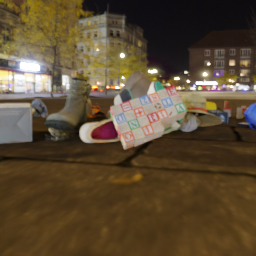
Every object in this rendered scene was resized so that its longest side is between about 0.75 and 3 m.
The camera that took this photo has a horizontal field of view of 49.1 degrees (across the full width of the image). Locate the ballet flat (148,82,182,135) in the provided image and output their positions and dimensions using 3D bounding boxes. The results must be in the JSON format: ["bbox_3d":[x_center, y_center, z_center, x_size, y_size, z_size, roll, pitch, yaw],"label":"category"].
[{"bbox_3d":[1.065,-0.765,10.028,1.010,1.010,2.910,-1,34,-7],"label":"ballet flat"}]

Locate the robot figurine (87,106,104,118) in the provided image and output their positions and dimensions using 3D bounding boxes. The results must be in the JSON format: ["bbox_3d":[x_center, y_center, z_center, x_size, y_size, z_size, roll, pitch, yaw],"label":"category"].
[{"bbox_3d":[-2.276,-0.909,15.814,1.598,0.641,2.204,4,9,14],"label":"robot figurine"}]

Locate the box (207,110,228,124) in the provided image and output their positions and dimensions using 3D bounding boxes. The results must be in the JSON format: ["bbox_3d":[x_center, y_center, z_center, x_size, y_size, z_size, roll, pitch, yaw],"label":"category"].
[{"bbox_3d":[3.426,-0.592,13.864,2.466,0.537,1.976,0,8,2],"label":"box"}]

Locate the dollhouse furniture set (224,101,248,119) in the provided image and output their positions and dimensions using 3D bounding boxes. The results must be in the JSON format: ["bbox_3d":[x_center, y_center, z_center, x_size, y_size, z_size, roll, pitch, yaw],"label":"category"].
[{"bbox_3d":[6.378,-1.055,15.958,1.706,0.889,1.725,4,9,29],"label":"dollhouse furniture set"}]

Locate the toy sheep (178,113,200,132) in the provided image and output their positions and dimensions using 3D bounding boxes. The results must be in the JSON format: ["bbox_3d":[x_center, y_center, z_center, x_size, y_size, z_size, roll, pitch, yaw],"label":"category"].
[{"bbox_3d":[2.189,-0.220,10.438,1.144,0.789,0.789,5,6,-19],"label":"toy sheep"}]

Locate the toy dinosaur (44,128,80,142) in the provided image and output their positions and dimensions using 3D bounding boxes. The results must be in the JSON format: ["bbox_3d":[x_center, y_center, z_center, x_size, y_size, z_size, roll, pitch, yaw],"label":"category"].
[{"bbox_3d":[-2.069,0.223,8.655,0.746,0.402,1.692,-1,-3,20],"label":"toy dinosaur"}]

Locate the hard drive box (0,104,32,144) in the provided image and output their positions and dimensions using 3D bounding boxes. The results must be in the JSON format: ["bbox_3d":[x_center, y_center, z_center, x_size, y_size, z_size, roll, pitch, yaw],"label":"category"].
[{"bbox_3d":[-4.297,-0.224,9.213,2.181,1.075,2.799,-2,8,-18],"label":"hard drive box"}]

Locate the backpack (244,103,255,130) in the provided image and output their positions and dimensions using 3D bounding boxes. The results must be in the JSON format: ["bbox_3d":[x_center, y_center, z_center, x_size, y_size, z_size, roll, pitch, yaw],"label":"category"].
[{"bbox_3d":[4.681,-0.442,10.182,0.836,0.810,0.997,33,-10,37],"label":"backpack"}]

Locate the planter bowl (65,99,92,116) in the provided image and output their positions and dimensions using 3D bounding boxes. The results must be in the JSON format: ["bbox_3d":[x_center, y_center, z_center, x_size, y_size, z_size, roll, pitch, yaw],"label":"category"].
[{"bbox_3d":[-2.592,-0.999,14.109,1.350,1.350,0.909,1,14,4],"label":"planter bowl"}]

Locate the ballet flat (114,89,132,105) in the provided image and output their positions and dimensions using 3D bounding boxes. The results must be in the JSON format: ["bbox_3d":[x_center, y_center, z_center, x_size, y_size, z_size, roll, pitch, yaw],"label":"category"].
[{"bbox_3d":[-0.182,-0.993,11.367,0.778,0.778,2.130,0,-8,2],"label":"ballet flat"}]

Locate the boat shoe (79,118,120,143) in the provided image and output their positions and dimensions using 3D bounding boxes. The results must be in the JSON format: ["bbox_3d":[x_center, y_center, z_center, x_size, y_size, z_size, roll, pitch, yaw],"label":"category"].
[{"bbox_3d":[-0.317,0.059,8.346,2.166,0.798,0.749,-15,12,-25],"label":"boat shoe"}]

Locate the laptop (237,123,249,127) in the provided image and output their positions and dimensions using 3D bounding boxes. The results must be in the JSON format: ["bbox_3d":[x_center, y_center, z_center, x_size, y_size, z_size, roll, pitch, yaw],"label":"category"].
[{"bbox_3d":[6.549,-0.806,11.572,2.601,1.610,2.778,-4,9,-32],"label":"laptop"}]

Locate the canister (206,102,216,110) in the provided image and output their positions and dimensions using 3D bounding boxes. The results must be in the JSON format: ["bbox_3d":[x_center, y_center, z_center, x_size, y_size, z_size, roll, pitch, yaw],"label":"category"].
[{"bbox_3d":[3.734,-1.144,16.277,1.662,0.969,2.238,-1,9,-32],"label":"canister"}]

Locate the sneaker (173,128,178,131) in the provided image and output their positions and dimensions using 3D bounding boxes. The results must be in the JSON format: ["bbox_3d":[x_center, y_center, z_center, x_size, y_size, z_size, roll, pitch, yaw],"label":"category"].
[{"bbox_3d":[1.536,-0.194,10.815,0.844,0.591,0.328,2,8,13],"label":"sneaker"}]

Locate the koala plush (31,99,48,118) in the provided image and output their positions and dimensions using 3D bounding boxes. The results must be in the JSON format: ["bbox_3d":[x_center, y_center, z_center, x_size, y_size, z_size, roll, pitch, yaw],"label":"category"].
[{"bbox_3d":[-5.222,-0.969,15.395,1.047,1.085,1.181,5,21,33],"label":"koala plush"}]

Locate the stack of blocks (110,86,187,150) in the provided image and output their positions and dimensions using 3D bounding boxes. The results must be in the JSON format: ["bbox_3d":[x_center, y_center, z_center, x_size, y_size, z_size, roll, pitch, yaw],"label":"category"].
[{"bbox_3d":[0.577,-0.281,7.465,1.867,1.075,0.547,-20,-19,-11],"label":"stack of blocks"}]

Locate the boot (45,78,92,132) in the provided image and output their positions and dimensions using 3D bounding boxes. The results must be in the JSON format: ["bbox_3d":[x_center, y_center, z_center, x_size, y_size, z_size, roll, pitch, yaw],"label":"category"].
[{"bbox_3d":[-1.941,-0.852,9.468,0.965,1.862,2.850,8,0,5],"label":"boot"}]

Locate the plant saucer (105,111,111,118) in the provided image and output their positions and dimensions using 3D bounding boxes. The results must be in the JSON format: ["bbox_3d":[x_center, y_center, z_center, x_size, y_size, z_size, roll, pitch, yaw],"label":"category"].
[{"bbox_3d":[-0.054,-0.824,15.999,2.527,0.405,2.527,0,9,0],"label":"plant saucer"}]

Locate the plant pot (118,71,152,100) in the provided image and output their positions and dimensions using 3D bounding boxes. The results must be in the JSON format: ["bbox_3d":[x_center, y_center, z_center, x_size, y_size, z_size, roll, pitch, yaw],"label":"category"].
[{"bbox_3d":[0.820,-1.446,14.244,1.997,2.302,2.302,32,18,15],"label":"plant pot"}]

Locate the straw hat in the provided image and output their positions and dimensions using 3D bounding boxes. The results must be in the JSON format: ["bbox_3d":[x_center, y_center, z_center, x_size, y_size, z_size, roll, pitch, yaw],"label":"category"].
[{"bbox_3d":[2.529,-0.813,11.188,2.437,1.031,2.437,7,-12,1],"label":"straw hat"}]
